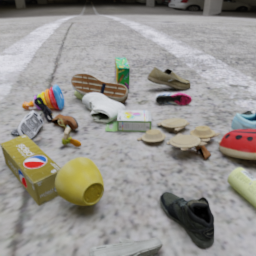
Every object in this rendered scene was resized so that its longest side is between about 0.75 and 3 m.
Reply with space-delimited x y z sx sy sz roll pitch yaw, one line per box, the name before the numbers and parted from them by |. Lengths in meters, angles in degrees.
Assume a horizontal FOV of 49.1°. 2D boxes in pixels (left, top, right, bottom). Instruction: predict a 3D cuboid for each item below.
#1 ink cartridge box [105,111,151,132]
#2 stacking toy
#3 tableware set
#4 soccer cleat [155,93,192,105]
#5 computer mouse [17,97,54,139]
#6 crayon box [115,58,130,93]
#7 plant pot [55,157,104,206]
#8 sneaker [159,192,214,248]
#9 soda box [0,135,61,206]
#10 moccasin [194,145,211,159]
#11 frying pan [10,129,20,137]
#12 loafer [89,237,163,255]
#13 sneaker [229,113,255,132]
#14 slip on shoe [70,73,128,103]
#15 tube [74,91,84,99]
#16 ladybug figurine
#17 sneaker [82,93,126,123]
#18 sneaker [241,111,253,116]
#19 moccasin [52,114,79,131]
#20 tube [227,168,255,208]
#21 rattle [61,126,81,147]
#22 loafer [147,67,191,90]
ink cartridge box | 0.009 -0.281 11.301 1.835 0.544 0.953 1 28 2
stacking toy | -3.935 -1.198 12.811 1.879 1.091 1.031 -16 19 1
tableware set | 1.862 0.207 10.321 2.311 0.321 2.766 -21 25 -37
soccer cleat | 2.151 -1.462 13.447 1.744 0.609 0.753 2 24 1
computer mouse | -3.738 -0.272 10.995 0.452 1.131 2.063 -19 26 30
crayon box | -0.359 -2.947 15.411 0.658 1.342 2.260 -1 29 -6
plant pot | -1.084 1.444 6.984 1.209 1.209 0.858 -20 29 -33
sneaker | 1.416 1.903 6.761 0.677 1.014 1.770 -12 28 -24
soda box | -2.889 1.145 8.337 0.866 0.819 2.557 -23 35 -34
moccasin | 2.423 0.716 9.502 0.335 0.318 0.868 -23 59 -15
frying pan | -4.295 0.244 10.776 0.573 0.154 0.948 -1 25 -2
loafer | -0.044 2.569 5.940 1.578 0.552 0.551 -9 43 -16
sneaker | 5.190 -0.127 10.484 2.550 1.045 0.942 0 29 0
slip on shoe | -1.368 -1.841 13.472 2.861 0.867 1.088 12 74 9
tube | -2.083 -1.497 13.849 1.370 0.398 0.356 23 -4 28
ladybug figurine | 3.986 0.493 9.270 2.048 0.737 1.390 1 21 36
sneaker | -1.383 -0.878 12.123 2.259 0.832 1.305 19 30 29
sneaker | 5.260 -0.379 11.490 1.404 0.537 0.804 2 34 15
moccasin | -2.510 -0.195 11.067 1.557 0.569 0.601 20 47 40
tube | 3.593 1.943 7.211 0.609 0.681 2.347 36 6 -41
rattle | -2.021 0.288 10.286 0.743 0.677 1.040 -2 10 0
loafer | 2.300 -2.651 14.976 2.552 0.860 0.970 6 24 -22
